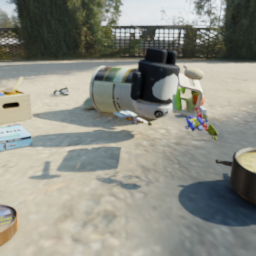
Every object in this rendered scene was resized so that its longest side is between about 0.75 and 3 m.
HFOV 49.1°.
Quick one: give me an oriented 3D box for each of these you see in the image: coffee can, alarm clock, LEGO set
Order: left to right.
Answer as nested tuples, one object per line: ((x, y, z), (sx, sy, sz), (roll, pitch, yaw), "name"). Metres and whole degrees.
((0.050, -1.506, 11.655), (2.723, 1.993, 1.993), (9, 20, 27), "coffee can")
((0.220, -0.376, 9.615), (1.223, 0.300, 0.914), (30, 23, 32), "LEGO set")
((3.054, 1.085, 5.450), (1.648, 0.813, 2.443), (-8, 17, -25), "alarm clock")

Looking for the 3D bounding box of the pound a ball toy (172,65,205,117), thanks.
((1.670, -1.055, 7.312), (0.770, 1.182, 1.813), (15, 23, 3), "pound a ball toy")

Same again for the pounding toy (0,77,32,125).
((-4.931, -1.173, 11.490), (2.079, 1.478, 1.914), (-15, 23, -39), "pounding toy")

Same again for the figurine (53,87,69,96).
((-3.905, -2.046, 16.233), (0.894, 0.395, 0.917), (-13, 21, -13), "figurine")

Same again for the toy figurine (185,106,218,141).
((1.559, -0.012, 6.317), (0.535, 0.471, 0.892), (-22, 53, -5), "toy figurine")

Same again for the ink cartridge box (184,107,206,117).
((2.839, -0.679, 11.838), (0.790, 0.327, 0.579), (-2, 18, -7), "ink cartridge box")

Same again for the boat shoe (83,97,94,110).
((-1.173, -1.387, 13.497), (0.881, 0.735, 2.360), (20, 41, 34), "boat shoe")

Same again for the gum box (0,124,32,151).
((-3.856, 0.300, 8.707), (1.311, 0.344, 1.543), (-11, 21, -32), "gum box")

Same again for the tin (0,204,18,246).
((-2.605, 1.679, 4.404), (1.652, 0.346, 0.925), (-9, 15, -27), "tin")

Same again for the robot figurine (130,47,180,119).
((0.912, -1.396, 9.002), (1.679, 2.235, 1.394), (8, 17, -3), "robot figurine")
